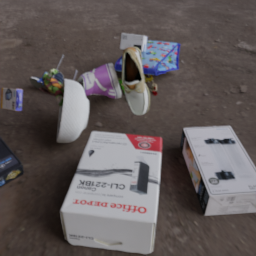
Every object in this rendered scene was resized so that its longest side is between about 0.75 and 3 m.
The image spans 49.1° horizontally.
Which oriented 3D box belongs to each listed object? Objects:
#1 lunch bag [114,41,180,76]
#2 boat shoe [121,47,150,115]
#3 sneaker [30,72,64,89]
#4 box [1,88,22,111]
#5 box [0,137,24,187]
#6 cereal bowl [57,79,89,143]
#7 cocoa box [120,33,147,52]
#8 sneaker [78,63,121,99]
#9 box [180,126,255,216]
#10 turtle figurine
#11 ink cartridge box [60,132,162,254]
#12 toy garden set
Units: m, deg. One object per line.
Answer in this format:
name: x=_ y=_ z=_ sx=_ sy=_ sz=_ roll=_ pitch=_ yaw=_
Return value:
lunch bag: x=0.863 y=-3.099 z=12.973 sx=2.121 sy=1.325 sz=2.818 roll=15 pitch=33 yaw=29
boat shoe: x=0.161 y=-1.493 z=9.441 sx=0.882 sy=2.360 sz=0.807 roll=-7 pitch=16 yaw=19
sneaker: x=-3.608 y=-2.175 z=12.732 sx=1.455 sy=0.553 sz=1.051 roll=20 pitch=52 yaw=10
box: x=-3.932 y=-0.969 z=9.518 sx=1.211 sy=0.721 sz=0.251 roll=9 pitch=7 yaw=39
box: x=-4.672 y=1.055 z=8.244 sx=2.253 sy=0.560 sz=2.236 roll=-31 pitch=61 yaw=-34
cereal bowl: x=-1.849 y=-0.521 z=9.442 sx=0.895 sy=2.150 sz=2.150 roll=6 pitch=35 yaw=-17
cocoa box: x=0.249 y=-3.756 z=12.385 sx=1.041 sy=0.694 sz=0.683 roll=11 pitch=17 yaw=15
sneaker: x=-1.138 y=-1.631 z=10.780 sx=1.564 sy=2.742 sz=0.994 roll=-20 pitch=78 yaw=0
box: x=2.664 y=1.116 z=8.258 sx=1.638 sy=0.844 sz=2.808 roll=-3 pitch=38 yaw=-4
turtle figurine: x=-2.230 y=-1.542 z=9.686 sx=1.615 sy=1.162 sz=1.566 roll=-24 pitch=70 yaw=-19
ink cartridge box: x=-0.261 y=1.518 z=7.400 sx=2.143 sy=1.244 sz=2.970 roll=5 pitch=38 yaw=6
toy garden set: x=0.548 y=-1.963 z=12.661 sx=1.661 sy=0.398 sz=1.992 roll=-11 pitch=39 yaw=-14
